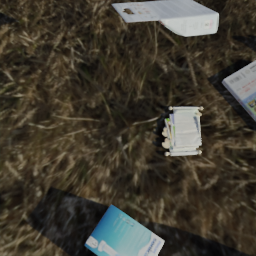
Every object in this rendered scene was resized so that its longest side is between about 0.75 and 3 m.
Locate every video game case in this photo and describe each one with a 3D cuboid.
[{"bbox_3d":[4.286,-1.055,8.933,1.544,0.194,2.156,-30,71,-12],"label":"video game case"}]

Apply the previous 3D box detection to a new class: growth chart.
[{"bbox_3d":[1.656,0.060,8.497,1.238,0.152,1.711,5,68,3],"label":"growth chart"}]

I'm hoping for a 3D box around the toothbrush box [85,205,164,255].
[{"bbox_3d":[-0.083,2.895,7.034,1.607,0.685,1.176,30,71,12],"label":"toothbrush box"}]

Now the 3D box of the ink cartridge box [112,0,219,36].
[{"bbox_3d":[0.790,-2.575,6.569,2.054,0.586,1.669,-12,37,-8],"label":"ink cartridge box"}]
